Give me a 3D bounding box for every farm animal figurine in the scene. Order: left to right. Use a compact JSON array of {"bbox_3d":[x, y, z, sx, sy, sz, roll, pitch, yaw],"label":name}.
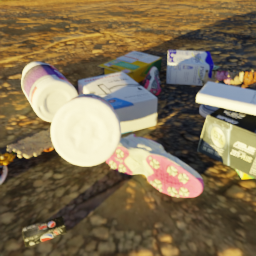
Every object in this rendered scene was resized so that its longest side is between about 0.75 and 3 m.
[{"bbox_3d":[4.453,-1.940,12.130,2.174,1.134,2.150,12,22,30],"label":"farm animal figurine"}]

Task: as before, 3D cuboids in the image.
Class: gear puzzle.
[{"bbox_3d":[-2.905,0.646,8.569,1.284,0.325,2.479,16,31,37],"label":"gear puzzle"}]

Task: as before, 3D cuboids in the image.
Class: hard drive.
[{"bbox_3d":[3.270,-0.870,8.330,2.145,0.286,1.415,17,32,23],"label":"hard drive"}]

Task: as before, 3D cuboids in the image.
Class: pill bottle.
[{"bbox_3d":[-3.186,-1.550,10.881,1.618,1.618,2.904,-17,37,-24],"label":"pill bottle"},{"bbox_3d":[-1.039,-0.111,7.290,1.535,1.535,2.773,-4,10,-6],"label":"pill bottle"}]

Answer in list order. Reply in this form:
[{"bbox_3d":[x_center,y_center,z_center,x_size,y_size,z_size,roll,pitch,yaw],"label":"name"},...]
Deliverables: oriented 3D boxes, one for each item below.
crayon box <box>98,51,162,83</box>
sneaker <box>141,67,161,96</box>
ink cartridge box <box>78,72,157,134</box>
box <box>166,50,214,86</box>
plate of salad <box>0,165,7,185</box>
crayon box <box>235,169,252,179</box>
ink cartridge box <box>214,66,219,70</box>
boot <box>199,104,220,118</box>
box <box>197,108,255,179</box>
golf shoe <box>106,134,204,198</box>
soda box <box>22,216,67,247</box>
[{"bbox_3d":[0.127,-2.964,13.927,1.817,0.746,2.891,23,39,32],"label":"crayon box"},{"bbox_3d":[1.102,-2.044,12.578,0.795,0.859,2.130,30,34,-6],"label":"sneaker"},{"bbox_3d":[-0.486,-0.972,10.406,2.024,1.169,2.772,-15,36,-23],"label":"ink cartridge box"},{"bbox_3d":[2.931,-2.935,13.556,2.082,1.092,1.915,5,34,6],"label":"box"},{"bbox_3d":[-4.284,1.291,7.540,1.897,0.456,1.897,0,32,0],"label":"plate of salad"},{"bbox_3d":[3.418,1.111,8.014,0.681,0.230,0.789,-4,31,-5],"label":"crayon box"},{"bbox_3d":[4.251,-3.136,14.697,0.872,0.209,0.635,24,40,32],"label":"ink cartridge box"},{"bbox_3d":[3.876,-0.850,10.051,2.526,1.141,0.919,7,47,16],"label":"boot"},{"bbox_3d":[3.762,0.364,7.867,2.773,1.194,2.271,27,33,30],"label":"box"},{"bbox_3d":[0.775,0.863,7.674,2.938,1.106,1.344,22,35,28],"label":"golf shoe"},{"bbox_3d":[-1.832,2.267,6.164,0.894,0.283,0.316,-13,36,-19],"label":"soda box"}]
